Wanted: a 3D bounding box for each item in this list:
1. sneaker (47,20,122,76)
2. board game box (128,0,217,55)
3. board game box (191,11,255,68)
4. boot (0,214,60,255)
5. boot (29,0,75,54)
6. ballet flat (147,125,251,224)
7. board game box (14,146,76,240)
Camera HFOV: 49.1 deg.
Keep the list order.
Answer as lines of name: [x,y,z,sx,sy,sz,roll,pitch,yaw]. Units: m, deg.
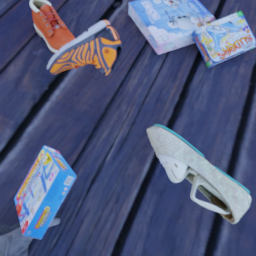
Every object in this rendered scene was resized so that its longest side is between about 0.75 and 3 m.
sneaker: [-1.240,-2.005,8.429,2.396,0.929,1.342,-31,98,15]
board game box: [1.875,-4.559,11.724,2.849,0.621,2.863,-21,61,-13]
board game box: [3.742,-3.423,10.826,2.247,0.387,1.521,-26,87,-15]
boot: [-2.634,3.023,7.076,2.050,0.715,1.349,-12,74,-18]
boot: [-2.923,-3.916,10.874,1.024,1.463,2.729,-37,67,-22]
ballet flat: [1.512,1.085,6.434,2.976,1.004,0.928,36,69,2]
board game box: [-2.065,1.472,6.772,1.654,0.462,1.619,-61,32,0]
